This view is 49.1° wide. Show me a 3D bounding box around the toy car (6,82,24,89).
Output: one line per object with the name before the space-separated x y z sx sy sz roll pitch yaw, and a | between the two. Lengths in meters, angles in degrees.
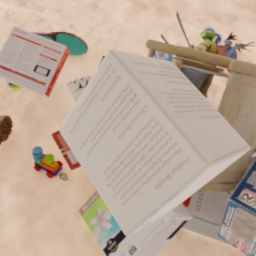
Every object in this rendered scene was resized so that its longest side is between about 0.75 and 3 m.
toy car | -4.309 -1.900 10.825 0.718 0.616 0.821 4 49 2

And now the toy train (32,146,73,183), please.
toy train | -2.176 1.061 8.115 1.357 0.785 0.574 23 53 19

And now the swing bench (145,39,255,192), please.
swing bench | 1.687 -0.300 6.560 2.831 2.816 1.837 24 22 30

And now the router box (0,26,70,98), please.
router box | -3.350 -2.273 9.677 2.059 0.503 1.848 23 81 4

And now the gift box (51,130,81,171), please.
gift box | -1.031 0.286 7.969 1.490 1.375 1.391 -21 7 22

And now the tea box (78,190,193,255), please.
tea box | 0.152 1.993 6.510 1.799 1.202 1.770 -49 56 7

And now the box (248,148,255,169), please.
box | 3.881 1.182 8.289 0.846 0.267 1.073 -28 54 -13

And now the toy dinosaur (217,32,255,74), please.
toy dinosaur | 4.279 -2.823 11.738 2.507 1.316 2.275 -2 49 46

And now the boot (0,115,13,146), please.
boot | -4.657 0.510 8.624 1.272 0.890 2.372 3 41 7

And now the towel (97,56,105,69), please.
towel | 0.134 -0.894 7.903 2.337 2.427 0.419 21 60 -8

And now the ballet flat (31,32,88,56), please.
ballet flat | -3.100 -3.813 12.375 2.921 1.010 1.039 6 31 6

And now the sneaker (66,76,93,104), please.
sneaker | -0.892 -1.557 10.307 2.593 0.974 1.051 -22 95 -13

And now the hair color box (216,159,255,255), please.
hair color box | 3.150 1.288 6.294 0.875 1.445 2.890 28 50 32

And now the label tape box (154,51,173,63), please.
label tape box | 1.221 -1.432 8.006 0.470 1.484 1.070 -15 53 19

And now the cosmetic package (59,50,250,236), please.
cosmetic package | 0.412 0.182 5.003 1.921 1.933 2.310 -7 54 -52

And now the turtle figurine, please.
turtle figurine | 1.934 -2.124 9.144 2.433 2.359 1.751 3 -1 -31

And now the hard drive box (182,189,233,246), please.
hard drive box | 2.255 1.960 7.308 2.093 0.804 1.631 16 50 13
